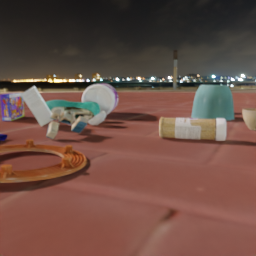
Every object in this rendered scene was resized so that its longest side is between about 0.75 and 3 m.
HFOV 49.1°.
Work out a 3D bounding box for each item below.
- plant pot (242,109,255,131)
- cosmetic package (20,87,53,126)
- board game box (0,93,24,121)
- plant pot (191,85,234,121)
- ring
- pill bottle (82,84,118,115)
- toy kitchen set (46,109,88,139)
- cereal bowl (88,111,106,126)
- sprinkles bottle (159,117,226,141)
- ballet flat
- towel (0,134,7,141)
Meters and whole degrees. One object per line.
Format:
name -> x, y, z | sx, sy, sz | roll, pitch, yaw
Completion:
plant pot -> 4.770, -0.294, 10.285 | 1.119, 0.751, 1.119 | 0, 10, 0
cosmetic package -> -3.620, -0.864, 11.268 | 0.606, 1.492, 0.842 | -32, 17, -6
board game box -> -5.506, -1.039, 13.422 | 0.401, 1.204, 1.790 | 0, 10, -1
plant pot -> 4.122, -1.271, 13.600 | 2.011, 1.614, 2.011 | 0, 10, 0
ring -> -2.290, 0.593, 5.966 | 2.780, 0.267, 2.780 | 2, 8, 0
pill bottle -> -1.396, -1.558, 15.127 | 1.660, 1.660, 2.958 | 1, 10, 3
toy kitchen set -> -2.007, 0.061, 9.052 | 1.165, 0.933, 0.686 | 19, -37, -26
cereal bowl -> -1.218, -0.345, 11.358 | 0.809, 0.337, 0.809 | -34, 4, 3
sprinkles bottle -> 1.956, 0.028, 8.580 | 1.963, 0.670, 0.670 | 2, 10, 15
ballet flat -> -2.589, -0.714, 12.449 | 2.658, 0.895, 0.935 | 0, 47, -3
towel -> -4.215, 0.294, 8.477 | 0.879, 0.218, 0.649 | 4, 3, 22
